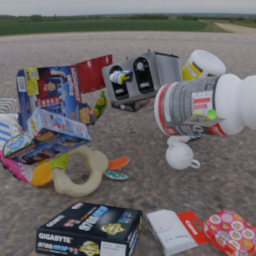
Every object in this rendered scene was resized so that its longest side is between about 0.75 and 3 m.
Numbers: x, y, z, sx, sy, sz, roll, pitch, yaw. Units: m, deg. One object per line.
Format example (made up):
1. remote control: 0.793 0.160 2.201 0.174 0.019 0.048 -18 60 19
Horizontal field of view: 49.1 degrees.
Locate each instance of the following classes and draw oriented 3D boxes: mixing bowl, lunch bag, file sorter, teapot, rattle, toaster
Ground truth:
1. mixing bowl: -1.557 -2.139 11.631 2.288 1.239 2.288 -16 11 3
2. lunch bag: 2.837 2.990 7.758 1.262 0.587 1.433 -17 33 -29
3. file sorter: -6.618 -0.736 14.641 1.165 1.045 1.679 -1 27 0
4. teapot: 1.625 0.831 8.427 0.894 0.882 0.653 -5 -13 -19
5. rattle: -1.708 1.726 10.455 2.998 2.142 1.952 -4 54 -46
6. toaster: 0.680 -1.907 10.878 2.382 1.563 2.634 -9 3 34

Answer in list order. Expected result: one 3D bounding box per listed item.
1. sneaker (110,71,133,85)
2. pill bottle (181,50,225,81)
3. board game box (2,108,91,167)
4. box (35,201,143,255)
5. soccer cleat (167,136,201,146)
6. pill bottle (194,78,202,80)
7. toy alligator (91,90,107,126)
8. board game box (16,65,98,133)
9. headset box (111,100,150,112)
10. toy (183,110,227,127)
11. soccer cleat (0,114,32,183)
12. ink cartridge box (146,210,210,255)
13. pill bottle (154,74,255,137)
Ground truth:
1. sneaker: -0.172 -1.573 8.607 0.436 0.392 1.059 12 16 25
2. pill bottle: 2.691 -1.731 11.764 1.510 2.765 1.510 17 42 -16
3. board game box: -1.651 0.184 5.444 1.418 1.418 0.437 -25 67 6
4. box: -0.808 2.612 7.268 2.107 0.610 2.651 5 -1 10
5. soccer cleat: 2.623 0.224 12.893 2.089 0.902 0.730 -19 32 -31
6. pill bottle: 2.706 -1.254 9.920 1.778 1.030 1.030 -3 23 27
7. toy alligator: -1.158 -0.533 10.492 0.435 1.809 0.600 27 15 -2
8. board game box: -2.181 -0.652 8.940 0.790 2.562 2.561 5 15 38
9. headset box: 0.228 -1.830 16.999 1.644 0.853 2.210 15 32 28
10. toy: 1.797 -0.263 6.676 0.722 0.296 1.253 9 -5 -1
11. soccer cleat: -2.550 0.232 5.951 0.875 2.027 0.708 -42 16 -26
12. ink cartridge box: 1.502 2.905 8.194 1.607 0.459 1.306 -13 30 -17
13. pill bottle: 2.402 -0.621 8.170 2.966 1.718 1.718 -3 19 42
